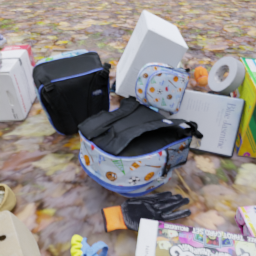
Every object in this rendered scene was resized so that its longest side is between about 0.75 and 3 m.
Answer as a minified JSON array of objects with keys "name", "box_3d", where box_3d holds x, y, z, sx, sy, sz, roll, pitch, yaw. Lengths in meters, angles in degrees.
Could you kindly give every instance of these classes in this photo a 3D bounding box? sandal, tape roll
[{"name":"sandal","box_3d":[-0.723,2.910,5.528,0.795,0.726,1.826,-2,36,-10]},{"name":"tape roll","box_3d":[3.281,-1.750,9.426,0.404,1.223,1.223,16,27,-27]}]

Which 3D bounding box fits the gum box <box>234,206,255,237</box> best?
[{"name":"gum box","box_3d":[3.083,2.405,6.428,0.771,0.449,1.359,-2,35,-3]}]

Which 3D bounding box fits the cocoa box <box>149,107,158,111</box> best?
[{"name":"cocoa box","box_3d":[1.567,-0.816,10.193,1.435,0.957,0.942,7,-6,15]}]

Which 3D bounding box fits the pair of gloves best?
[{"name":"pair of gloves","box_3d":[0.711,2.549,6.269,2.264,0.314,2.541,-11,42,-15]}]

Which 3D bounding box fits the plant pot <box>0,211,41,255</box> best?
[{"name":"plant pot","box_3d":[-2.490,2.647,5.109,1.781,1.579,1.783,-19,40,-25]}]

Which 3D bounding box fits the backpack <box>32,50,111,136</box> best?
[{"name":"backpack","box_3d":[-1.745,-1.170,9.203,2.316,2.531,1.860,-19,51,-12]}]

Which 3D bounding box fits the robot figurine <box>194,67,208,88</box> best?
[{"name":"robot figurine","box_3d":[3.280,-2.267,12.523,0.591,0.729,1.014,2,57,-18]}]

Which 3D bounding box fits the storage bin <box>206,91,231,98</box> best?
[{"name":"storage bin","box_3d":[3.167,-0.617,10.027,0.863,1.276,0.598,4,36,6]}]

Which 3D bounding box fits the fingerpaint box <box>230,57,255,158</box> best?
[{"name":"fingerpaint box","box_3d":[4.184,-0.741,9.320,1.003,2.281,2.734,6,35,5]}]

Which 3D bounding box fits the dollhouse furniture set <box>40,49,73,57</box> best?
[{"name":"dollhouse furniture set","box_3d":[-2.717,-2.163,11.532,2.442,1.192,2.082,6,49,14]}]

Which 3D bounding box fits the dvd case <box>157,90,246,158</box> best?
[{"name":"dvd case","box_3d":[2.198,-0.194,8.936,2.595,1.851,0.228,11,8,10]}]

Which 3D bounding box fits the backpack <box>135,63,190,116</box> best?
[{"name":"backpack","box_3d":[0.940,-1.189,8.248,1.486,1.561,1.202,17,14,3]}]

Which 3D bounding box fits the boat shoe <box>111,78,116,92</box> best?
[{"name":"boat shoe","box_3d":[-0.484,-2.017,12.834,0.451,0.368,1.073,8,36,11]}]

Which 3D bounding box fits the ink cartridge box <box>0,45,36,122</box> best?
[{"name":"ink cartridge box","box_3d":[-4.527,-1.826,11.087,1.153,2.041,2.781,-3,35,0]}]

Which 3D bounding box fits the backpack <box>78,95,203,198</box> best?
[{"name":"backpack","box_3d":[0.025,0.521,7.587,2.697,2.181,2.831,-12,29,-41]}]

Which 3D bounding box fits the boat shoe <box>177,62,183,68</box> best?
[{"name":"boat shoe","box_3d":[1.824,-2.130,12.687,0.981,0.961,2.754,-8,32,28]}]

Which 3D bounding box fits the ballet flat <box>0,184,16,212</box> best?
[{"name":"ballet flat","box_3d":[-3.628,2.220,6.422,0.833,0.765,2.428,13,37,18]}]

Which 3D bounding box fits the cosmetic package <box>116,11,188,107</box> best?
[{"name":"cosmetic package","box_3d":[0.831,-2.886,11.607,1.732,2.818,2.809,19,33,-14]}]

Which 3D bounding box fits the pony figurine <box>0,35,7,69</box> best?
[{"name":"pony figurine","box_3d":[-4.809,-2.440,9.428,1.451,1.682,1.742,35,50,-18]}]

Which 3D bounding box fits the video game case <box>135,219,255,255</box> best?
[{"name":"video game case","box_3d":[1.343,3.041,5.077,2.652,0.475,2.404,7,48,8]}]
